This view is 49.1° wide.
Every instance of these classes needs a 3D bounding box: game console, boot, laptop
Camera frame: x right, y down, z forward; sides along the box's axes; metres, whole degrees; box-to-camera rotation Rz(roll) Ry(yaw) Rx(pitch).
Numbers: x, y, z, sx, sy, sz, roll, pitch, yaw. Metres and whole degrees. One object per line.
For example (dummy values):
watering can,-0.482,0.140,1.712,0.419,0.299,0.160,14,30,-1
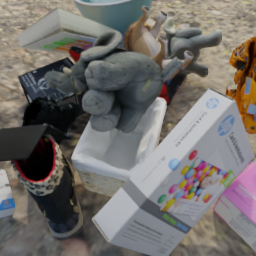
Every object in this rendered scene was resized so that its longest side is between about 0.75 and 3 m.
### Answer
game console,0.149,-1.925,8.170,2.824,2.434,1.676,21,80,17
boot,-1.748,-0.079,5.960,0.510,1.377,1.128,49,22,19
laptop,-1.981,0.384,5.191,1.318,1.488,0.768,-5,72,13
boot,-1.691,0.767,5.659,0.925,1.903,2.527,-19,48,-11

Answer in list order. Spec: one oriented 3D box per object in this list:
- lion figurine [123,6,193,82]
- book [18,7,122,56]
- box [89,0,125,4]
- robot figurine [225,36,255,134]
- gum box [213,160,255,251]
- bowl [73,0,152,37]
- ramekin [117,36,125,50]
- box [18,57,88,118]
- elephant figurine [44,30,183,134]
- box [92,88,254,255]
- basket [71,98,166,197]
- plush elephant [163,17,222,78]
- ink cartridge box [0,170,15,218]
lion figurine,0.619,-2.052,7.624,1.010,1.706,2.786,2,54,-26
book,-1.584,-2.559,8.060,1.666,0.599,2.493,-10,0,35
box,-0.621,-4.236,9.112,1.193,1.199,0.784,-24,24,-6
robot figurine,2.898,-1.076,6.877,0.714,1.778,2.453,9,88,-2
gum box,3.064,1.846,5.492,1.433,0.835,2.525,-31,57,-23
bowl,-0.389,-3.982,9.163,2.718,1.422,2.718,-5,47,6
ramekin,-0.025,-3.292,9.890,1.244,0.653,1.244,0,51,0
box,-1.940,-0.959,7.741,1.524,0.961,1.550,-27,55,-21
elephant figurine,-0.528,-1.186,6.042,1.970,1.797,2.539,3,31,-29
box,0.960,0.955,4.806,2.670,2.082,0.550,-48,49,-3
basket,-0.113,0.397,6.357,1.507,1.371,2.223,13,50,11
plush elephant,1.636,-2.487,8.432,1.851,1.524,1.433,-2,48,-1
ink cartridge box,-2.881,1.430,5.941,0.687,0.400,0.950,-7,52,-36
